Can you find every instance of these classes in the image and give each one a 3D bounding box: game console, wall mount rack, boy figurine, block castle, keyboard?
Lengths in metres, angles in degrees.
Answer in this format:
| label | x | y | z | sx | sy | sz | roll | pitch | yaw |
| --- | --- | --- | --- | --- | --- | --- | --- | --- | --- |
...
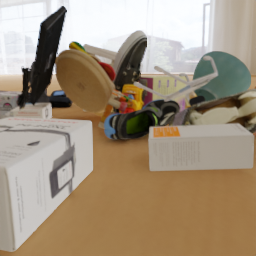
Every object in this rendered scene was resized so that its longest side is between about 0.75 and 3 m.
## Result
| label | x | y | z | sx | sy | sz | roll | pitch | yaw |
| --- | --- | --- | --- | --- | --- | --- | --- | --- | --- |
| game console | -3.104 | -1.321 | 11.977 | 1.453 | 0.297 | 2.463 | 3 | 19 | -8 |
| wall mount rack | 0.877 | -0.865 | 5.150 | 1.239 | 0.532 | 1.426 | -19 | -4 | -25 |
| boy figurine | 1.960 | -0.593 | 8.264 | 0.507 | 0.978 | 1.573 | -12 | -2 | 4 |
| block castle | -0.291 | -0.443 | 7.309 | 0.621 | 0.884 | 1.323 | 23 | 17 | -6 |
| keyboard | -2.323 | -1.569 | 7.263 | 0.304 | 2.948 | 1.873 | 27 | 52 | -6 |

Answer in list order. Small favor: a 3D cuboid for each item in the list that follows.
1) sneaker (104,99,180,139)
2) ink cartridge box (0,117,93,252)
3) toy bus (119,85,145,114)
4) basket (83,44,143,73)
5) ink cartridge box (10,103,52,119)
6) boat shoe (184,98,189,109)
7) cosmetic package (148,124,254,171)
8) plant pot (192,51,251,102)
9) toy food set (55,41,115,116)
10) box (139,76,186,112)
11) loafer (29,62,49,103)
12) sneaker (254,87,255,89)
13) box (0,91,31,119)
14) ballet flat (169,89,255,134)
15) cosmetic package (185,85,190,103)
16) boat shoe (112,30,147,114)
| label | x | y | z | sx | sy | sz | roll | pitch | yaw |
| --- | --- | --- | --- | --- | --- | --- | --- | --- | --- |
| sneaker | 0.490 | -0.151 | 6.770 | 2.201 | 0.780 | 0.912 | -18 | 21 | -35 |
| ink cartridge box | -1.551 | 0.482 | 3.717 | 1.569 | 0.901 | 2.160 | 3 | 14 | 13 |
| toy bus | 0.039 | -0.639 | 8.197 | 0.739 | 1.089 | 1.045 | 8 | 21 | 13 |
| basket | -0.686 | -2.113 | 11.077 | 1.785 | 1.625 | 2.634 | 19 | 10 | 15 |
| ink cartridge box | -2.856 | -0.399 | 8.335 | 0.837 | 0.482 | 1.446 | -1 | 13 | -3 |
| boat shoe | 1.377 | -1.063 | 10.620 | 0.666 | 0.772 | 2.115 | -44 | 45 | -17 |
| cosmetic package | 1.196 | 0.320 | 4.887 | 1.656 | 0.590 | 0.840 | -2 | 14 | 5 |
| plant pot | 3.346 | -1.623 | 10.821 | 2.180 | 2.180 | 1.468 | 16 | 59 | 49 |
| toy food set | -1.239 | -1.369 | 8.420 | 0.561 | 2.308 | 2.285 | -49 | -2 | -34 |
| box | 1.119 | -1.031 | 9.194 | 1.489 | 1.310 | 0.720 | -10 | 16 | -35 |
| loafer | -3.051 | -1.344 | 9.426 | 0.638 | 1.774 | 0.559 | -7 | 0 | -37 |
| sneaker | 6.797 | -1.329 | 11.754 | 2.809 | 1.057 | 1.238 | 8 | -7 | 37 |
| box | -4.037 | -0.766 | 9.151 | 1.423 | 0.816 | 0.940 | 3 | 14 | 11 |
| ballet flat | 2.299 | -0.278 | 6.052 | 2.834 | 1.019 | 1.019 | -16 | 17 | -13 |
| cosmetic package | 2.230 | -1.473 | 12.103 | 1.333 | 0.822 | 1.337 | 8 | 15 | 30 |
| boat shoe | -0.023 | -1.608 | 8.754 | 0.817 | 2.886 | 0.990 | 44 | 40 | 17 |
